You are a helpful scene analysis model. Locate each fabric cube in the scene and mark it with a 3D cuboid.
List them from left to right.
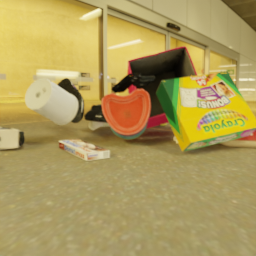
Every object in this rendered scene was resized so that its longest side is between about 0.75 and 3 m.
[{"bbox_3d":[1.498,-1.624,12.568,2.667,2.617,2.659,-15,-11,-4],"label":"fabric cube"}]

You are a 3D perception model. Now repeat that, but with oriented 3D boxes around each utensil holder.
[{"bbox_3d":[-2.660,-0.895,9.775,1.224,1.224,1.440,4,-15,28],"label":"utensil holder"}]

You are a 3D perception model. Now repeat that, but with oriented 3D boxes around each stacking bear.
[{"bbox_3d":[0.002,-0.286,10.725,1.650,1.546,2.718,-8,-9,0],"label":"stacking bear"}]

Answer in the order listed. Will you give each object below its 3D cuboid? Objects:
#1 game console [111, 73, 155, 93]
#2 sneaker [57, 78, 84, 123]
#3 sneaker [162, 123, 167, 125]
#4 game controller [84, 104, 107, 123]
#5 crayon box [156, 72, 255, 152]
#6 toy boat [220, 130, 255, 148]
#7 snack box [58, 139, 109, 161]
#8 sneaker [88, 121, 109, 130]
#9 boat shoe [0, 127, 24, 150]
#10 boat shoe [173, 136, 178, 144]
[{"bbox_3d":[0.292,-1.756,10.833,1.907,0.230,1.125,-14,-14,-47],"label":"game console"},{"bbox_3d":[-2.274,-1.071,12.427,1.085,1.254,2.864,-36,44,7],"label":"sneaker"},{"bbox_3d":[0.829,-0.681,15.670,2.782,1.054,1.461,7,11,36],"label":"sneaker"},{"bbox_3d":[-1.073,-0.655,12.658,2.122,0.447,1.107,6,51,42],"label":"game controller"},{"bbox_3d":[2.582,-0.617,9.211,2.665,2.299,0.777,-11,-27,-20],"label":"crayon box"},{"bbox_3d":[4.038,-0.034,10.137,2.010,1.314,1.312,3,9,11],"label":"toy boat"},{"bbox_3d":[-1.475,0.678,8.993,0.782,0.264,2.175,-6,10,-34],"label":"snack box"},{"bbox_3d":[-0.941,-0.441,14.004,0.965,1.231,2.477,-32,8,45],"label":"sneaker"},{"bbox_3d":[-4.689,0.398,9.552,2.323,0.867,1.077,3,-2,-9],"label":"boat shoe"},{"bbox_3d":[1.989,0.354,10.829,0.393,0.385,1.110,0,8,0],"label":"boat shoe"}]
